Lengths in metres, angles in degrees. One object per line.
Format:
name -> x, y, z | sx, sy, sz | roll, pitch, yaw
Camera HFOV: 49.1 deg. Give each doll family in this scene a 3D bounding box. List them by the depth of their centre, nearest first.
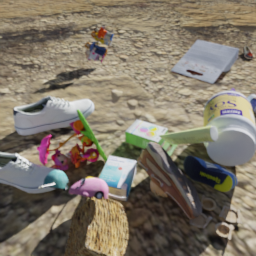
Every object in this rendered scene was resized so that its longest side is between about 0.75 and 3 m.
doll family -> -1.475, -4.004, 13.517 | 1.122, 1.807, 0.814 | 25, 7, -1

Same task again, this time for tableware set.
tableware set -> 2.010, 2.043, 6.454 | 1.134, 0.132, 0.948 | 18, 40, 24

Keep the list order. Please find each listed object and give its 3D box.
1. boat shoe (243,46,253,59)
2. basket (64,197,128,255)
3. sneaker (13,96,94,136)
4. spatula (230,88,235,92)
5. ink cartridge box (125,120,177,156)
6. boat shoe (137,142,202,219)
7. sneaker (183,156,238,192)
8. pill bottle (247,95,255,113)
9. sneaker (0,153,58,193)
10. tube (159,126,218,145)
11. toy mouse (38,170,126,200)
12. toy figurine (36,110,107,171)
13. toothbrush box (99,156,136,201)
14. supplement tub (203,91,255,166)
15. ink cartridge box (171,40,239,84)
boat shoe -> 6.208, -3.889, 14.477 | 0.373, 0.328, 1.049 | 3, 37, 2
basket -> -0.639, 2.281, 5.885 | 0.982, 1.025, 1.375 | 27, 31, -19
sneaker -> -2.418, -0.568, 9.332 | 2.738, 0.969, 1.000 | -21, 42, -25
spatula -> 3.780, -1.123, 10.584 | 0.939, 0.265, 0.096 | -51, 29, -22
ink cartridge box -> 0.739, 0.293, 8.612 | 1.490, 0.442, 0.774 | 18, 40, 24
boat shoe -> 0.968, 1.347, 6.932 | 0.837, 0.793, 2.210 | 26, 23, -48
sneaker -> 2.117, 1.183, 7.291 | 0.638, 0.574, 1.552 | 2, 18, -41
pill bottle -> 4.674, -0.842, 10.142 | 0.483, 0.483, 0.835 | -6, 36, -8
sneaker -> -2.746, 1.107, 7.175 | 2.158, 0.764, 0.788 | 6, 41, 9
tube -> 1.570, 0.234, 7.411 | 1.577, 0.458, 0.409 | -12, 14, 46
toy mouse -> -1.095, 1.183, 5.911 | 2.068, 0.400, 1.837 | 2, -15, 40
toy figurine -> -1.657, 0.612, 7.800 | 1.601, 1.306, 1.739 | -30, 83, -10
toothbrush box -> -0.273, 1.283, 7.233 | 0.775, 0.452, 1.059 | 10, 37, 11
supplement tub -> 2.923, -0.011, 8.146 | 1.457, 1.457, 2.004 | 8, 36, 11
ink cartridge box -> 3.628, -3.019, 13.272 | 2.188, 0.768, 2.691 | 25, 64, 30
